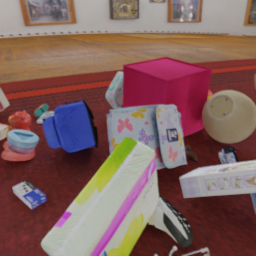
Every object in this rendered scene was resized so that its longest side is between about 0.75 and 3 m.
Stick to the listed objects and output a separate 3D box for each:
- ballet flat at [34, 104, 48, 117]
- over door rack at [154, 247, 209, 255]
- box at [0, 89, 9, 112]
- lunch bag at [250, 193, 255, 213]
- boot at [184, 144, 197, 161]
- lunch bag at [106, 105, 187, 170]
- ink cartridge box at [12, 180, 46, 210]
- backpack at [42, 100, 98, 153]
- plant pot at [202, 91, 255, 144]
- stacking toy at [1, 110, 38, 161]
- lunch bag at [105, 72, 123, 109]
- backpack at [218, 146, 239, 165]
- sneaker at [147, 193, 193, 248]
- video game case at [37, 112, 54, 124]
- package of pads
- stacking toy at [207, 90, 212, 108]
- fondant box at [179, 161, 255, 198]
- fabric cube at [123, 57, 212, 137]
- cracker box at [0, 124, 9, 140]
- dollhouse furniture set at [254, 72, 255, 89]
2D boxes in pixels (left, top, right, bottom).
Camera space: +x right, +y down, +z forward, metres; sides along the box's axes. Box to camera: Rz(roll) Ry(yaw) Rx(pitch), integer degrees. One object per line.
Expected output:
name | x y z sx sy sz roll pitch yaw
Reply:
ballet flat | -4.757 -0.861 15.053 0.444 0.479 1.359 -21 17 21
over door rack | 1.420 3.314 6.505 1.471 0.490 1.087 -4 28 -9
box | -7.486 -1.034 13.560 1.770 1.508 2.769 -14 23 16
lunch bag | 4.609 2.286 7.734 1.685 1.263 1.987 -8 38 -14
boot | 2.184 1.131 11.103 0.882 0.283 0.822 -23 56 -12
lunch bag | 0.696 0.367 9.992 2.687 2.279 1.708 -4 -5 -12
ink cartridge box | -3.206 2.146 9.089 1.164 0.257 0.547 23 35 37
backpack | -2.267 -0.068 11.247 1.994 1.931 2.376 -9 3 -4
plant pot | 4.111 -0.650 11.843 2.323 2.323 1.560 22 -3 37
stacking toy | -4.970 0.142 11.344 2.488 1.161 2.748 7 21 -32
lunch bag | -0.392 -1.977 15.124 0.749 1.559 1.943 10 63 29
backpack | 3.682 1.138 10.187 0.643 0.795 0.835 -29 -1 19
sneaker | 0.672 2.402 8.062 1.120 1.032 2.801 -48 50 -1
video game case | -3.976 -0.542 14.606 1.161 0.140 1.274 2 26 5
package of pads | -0.341 2.031 6.377 1.012 2.292 2.967 21 53 27
stacking toy | 4.086 -1.293 15.047 1.805 1.805 2.470 -13 49 -24
fondant box | 2.945 1.506 8.361 2.308 0.672 1.665 -16 -6 35
fabric cube | 1.719 -1.434 13.203 2.998 2.989 2.941 -18 32 -33
cracker box | -6.295 0.342 12.438 1.148 0.494 1.714 12 28 23
dollhouse furniture set | 5.794 -1.026 9.649 1.998 2.836 1.987 -30 61 12
